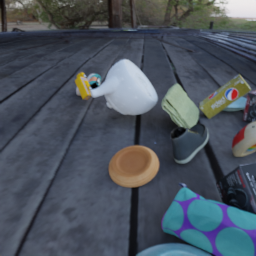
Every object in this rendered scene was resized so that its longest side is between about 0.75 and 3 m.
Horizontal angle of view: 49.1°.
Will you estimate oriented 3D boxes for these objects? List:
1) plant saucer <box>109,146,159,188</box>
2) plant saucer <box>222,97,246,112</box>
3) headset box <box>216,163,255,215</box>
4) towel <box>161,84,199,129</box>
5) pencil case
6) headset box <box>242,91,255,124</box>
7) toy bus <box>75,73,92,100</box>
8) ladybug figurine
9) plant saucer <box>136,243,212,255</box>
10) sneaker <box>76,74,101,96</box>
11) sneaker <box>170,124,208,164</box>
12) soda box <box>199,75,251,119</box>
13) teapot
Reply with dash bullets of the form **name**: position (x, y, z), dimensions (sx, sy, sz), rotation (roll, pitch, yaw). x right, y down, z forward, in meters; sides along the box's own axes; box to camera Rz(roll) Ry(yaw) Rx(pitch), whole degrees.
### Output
- **plant saucer**: position (0.130, 0.986, 7.732), dimensions (1.413, 0.264, 1.413), rotation (-8, 43, 8)
- **plant saucer**: position (4.491, -1.089, 12.628), dimensions (1.849, 0.356, 1.849), rotation (0, 26, 0)
- **headset box**: position (2.466, 1.372, 5.836), dimensions (0.511, 1.322, 0.984), rotation (-8, 64, -12)
- **towel**: position (2.001, -0.744, 10.615), dimensions (0.417, 1.694, 2.283), rotation (-34, 10, 31)
- **pencil case**: position (1.921, 1.959, 5.251), dimensions (2.456, 1.045, 1.135), rotation (17, -2, 30)
- **headset box**: position (5.200, -0.665, 10.704), dimensions (0.629, 1.212, 1.629), rotation (-15, 28, -30)
- **toy bus**: position (-2.064, -1.928, 12.874), dimensions (0.411, 1.264, 0.495), rotation (-35, -17, 34)
- **ladybug figurine**: position (3.580, 0.328, 8.224), dimensions (1.132, 1.668, 0.600), rotation (-16, 65, -15)
- **plant saucer**: position (0.889, 2.623, 4.596), dimensions (2.173, 0.418, 2.173), rotation (1, 25, 0)
- **sneaker**: position (-1.799, -2.178, 14.564), dimensions (0.893, 0.798, 2.236), rotation (12, 33, 15)
- **sneaker**: position (1.897, 0.186, 8.456), dimensions (0.665, 0.944, 1.777), rotation (7, 38, 37)
- **soda box**: position (3.843, -1.232, 11.253), dimensions (1.957, 0.663, 0.627), rotation (-38, 11, 26)
- **teapot**: position (-0.093, -1.332, 10.878), dimensions (1.720, 2.355, 2.325), rotation (-37, 21, 21)
